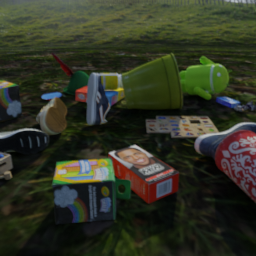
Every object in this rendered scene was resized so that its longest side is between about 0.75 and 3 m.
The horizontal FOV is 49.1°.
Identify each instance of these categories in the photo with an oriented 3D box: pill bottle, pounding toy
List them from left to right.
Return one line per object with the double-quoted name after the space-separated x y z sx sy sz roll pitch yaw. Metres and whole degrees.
-3.767 1.107 7.949 1.103 0.505 0.969 9 23 23 "pounding toy"
-0.952 -2.480 15.056 1.565 0.894 0.894 -3 21 -15 "pill bottle"

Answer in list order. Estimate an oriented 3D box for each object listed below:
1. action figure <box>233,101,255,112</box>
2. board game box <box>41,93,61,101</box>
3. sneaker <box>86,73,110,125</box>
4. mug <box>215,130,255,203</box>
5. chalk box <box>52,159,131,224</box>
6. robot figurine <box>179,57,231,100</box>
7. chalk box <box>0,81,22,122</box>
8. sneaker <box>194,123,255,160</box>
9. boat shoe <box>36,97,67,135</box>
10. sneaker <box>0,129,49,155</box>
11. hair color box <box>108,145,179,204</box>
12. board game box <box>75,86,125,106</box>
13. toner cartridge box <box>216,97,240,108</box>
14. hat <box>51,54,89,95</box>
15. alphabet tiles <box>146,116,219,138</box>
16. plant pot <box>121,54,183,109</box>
5.638 -1.008 13.626 1.097 0.381 0.714 -9 29 -14 "action figure"
-4.247 -1.686 15.611 1.096 0.213 0.866 -13 29 -18 "board game box"
-1.252 -1.188 11.756 0.847 2.134 0.837 0 7 -27 "sneaker"
3.462 1.071 6.942 1.822 1.369 2.053 -5 25 -9 "mug"
-0.799 1.411 6.430 1.694 1.057 1.050 -2 22 -8 "chalk box"
4.327 -2.718 15.876 2.843 1.645 2.495 1 60 31 "robot figurine"
-6.148 -1.066 12.180 1.496 1.506 2.413 17 26 37 "chalk box"
3.560 0.541 8.556 2.463 0.936 1.780 -15 14 -15 "sneaker"
-3.159 -0.368 11.327 0.938 1.042 2.887 -33 25 8 "boat shoe"
-3.817 0.433 9.274 2.313 0.855 0.917 -7 18 -17 "sneaker"
0.352 1.178 7.629 0.997 0.601 1.964 -15 25 -31 "hair color box"
-1.365 -1.962 15.668 2.076 0.547 2.713 11 23 17 "board game box"
5.202 -1.340 14.606 0.576 0.262 1.213 -8 23 -19 "toner cartridge box"
-2.887 -3.339 16.788 2.232 2.372 2.695 6 22 11 "hat"
2.139 -0.065 11.531 2.796 0.106 2.337 0 22 2 "alphabet tiles"
1.056 -2.008 13.595 2.588 2.688 2.688 -10 21 3 "plant pot"
